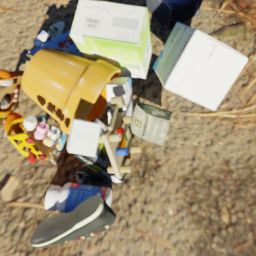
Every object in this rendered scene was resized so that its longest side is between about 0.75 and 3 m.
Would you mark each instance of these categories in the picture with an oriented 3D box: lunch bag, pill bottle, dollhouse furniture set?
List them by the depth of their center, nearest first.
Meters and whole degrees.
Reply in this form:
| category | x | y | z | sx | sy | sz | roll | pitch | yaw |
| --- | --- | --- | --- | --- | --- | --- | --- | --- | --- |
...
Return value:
| category | x | y | z | sx | sy | sz | roll | pitch | yaw |
| --- | --- | --- | --- | --- | --- | --- | --- | --- | --- |
| pill bottle | -1.488 | 2.236 | 8.504 | 1.875 | 1.052 | 1.052 | 7 | 64 | 2 |
| lunch bag | 0.677 | -0.149 | 8.838 | 1.225 | 1.005 | 0.720 | 19 | 35 | 8 |
| dollhouse furniture set | -1.909 | -2.524 | 9.717 | 0.954 | 0.756 | 0.677 | 16 | 55 | 7 |
| lunch bag | -2.077 | -1.960 | 10.590 | 2.153 | 1.345 | 2.860 | -35 | 78 | -18 |

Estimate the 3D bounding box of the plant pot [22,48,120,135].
| category | x | y | z | sx | sy | sz | roll | pitch | yaw |
| --- | --- | --- | --- | --- | --- | --- | --- | --- | --- |
| plant pot | -1.895 | -1.268 | 8.948 | 2.377 | 2.596 | 2.596 | 29 | 67 | 2 |

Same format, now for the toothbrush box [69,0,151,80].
| category | x | y | z | sx | sy | sz | roll | pitch | yaw |
| --- | --- | --- | --- | --- | --- | --- | --- | --- | --- |
| toothbrush box | -0.385 | -2.684 | 8.952 | 2.008 | 2.757 | 1.187 | 12 | 83 | 8 |

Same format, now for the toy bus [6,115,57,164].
| category | x | y | z | sx | sy | sz | roll | pitch | yaw |
| --- | --- | --- | --- | --- | --- | --- | --- | --- | --- |
| toy bus | -3.027 | 0.458 | 8.658 | 0.855 | 1.562 | 1.656 | -10 | 90 | 10 |

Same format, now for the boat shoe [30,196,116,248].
| category | x | y | z | sx | sy | sz | roll | pitch | yaw |
| --- | --- | --- | --- | --- | --- | --- | --- | --- | --- |
| boat shoe | -1.545 | 2.724 | 7.606 | 2.621 | 0.821 | 0.959 | -29 | 30 | 18 |

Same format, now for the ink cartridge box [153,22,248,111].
| category | x | y | z | sx | sy | sz | roll | pitch | yaw |
| --- | --- | --- | --- | --- | --- | --- | --- | --- | --- |
| ink cartridge box | 1.997 | -1.923 | 8.433 | 1.696 | 1.704 | 2.322 | 23 | 22 | -13 |

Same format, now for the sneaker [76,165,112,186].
| category | x | y | z | sx | sy | sz | roll | pitch | yaw |
| --- | --- | --- | --- | --- | --- | --- | --- | --- | --- |
| sneaker | -1.118 | 1.622 | 8.897 | 1.148 | 0.829 | 0.436 | 24 | 101 | 8 |

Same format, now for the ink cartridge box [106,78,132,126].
| category | x | y | z | sx | sy | sz | roll | pitch | yaw |
| --- | --- | --- | --- | --- | --- | --- | --- | --- | --- |
| ink cartridge box | -0.263 | -0.800 | 9.052 | 0.634 | 1.476 | 1.081 | 1 | 22 | 12 |

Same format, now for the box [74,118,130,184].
| category | x | y | z | sx | sy | sz | roll | pitch | yaw |
| --- | --- | --- | --- | --- | --- | --- | --- | --- | --- |
| box | -0.694 | 0.745 | 8.962 | 1.743 | 0.386 | 1.396 | 38 | 53 | -21 |

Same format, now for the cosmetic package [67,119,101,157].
| category | x | y | z | sx | sy | sz | roll | pitch | yaw |
| --- | --- | --- | --- | --- | --- | --- | --- | --- | --- |
| cosmetic package | -1.164 | 0.242 | 7.278 | 0.701 | 0.702 | 0.850 | 12 | 91 | -16 |

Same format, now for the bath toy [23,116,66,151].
| category | x | y | z | sx | sy | sz | roll | pitch | yaw |
| --- | --- | --- | --- | --- | --- | --- | --- | --- | --- |
| bath toy | -2.248 | 0.147 | 7.439 | 1.211 | 0.448 | 0.527 | 29 | 49 | 7 |

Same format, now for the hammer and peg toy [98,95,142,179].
| category | x | y | z | sx | sy | sz | roll | pitch | yaw |
| --- | --- | --- | --- | --- | --- | --- | --- | --- | --- |
| hammer and peg toy | -0.338 | 0.230 | 8.016 | 0.731 | 2.074 | 1.525 | -6 | 27 | 23 |

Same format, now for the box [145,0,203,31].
| category | x | y | z | sx | sy | sz | roll | pitch | yaw |
| --- | --- | --- | --- | --- | --- | --- | --- | --- | --- |
| box | 1.983 | -5.567 | 12.362 | 1.801 | 1.119 | 1.816 | -31 | 67 | -13 |

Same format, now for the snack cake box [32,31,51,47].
| category | x | y | z | sx | sy | sz | roll | pitch | yaw |
| --- | --- | --- | --- | --- | --- | --- | --- | --- | --- |
| snack cake box | -3.211 | -3.180 | 10.861 | 0.351 | 1.044 | 0.600 | 42 | 81 | 11 |

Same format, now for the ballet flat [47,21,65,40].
| category | x | y | z | sx | sy | sz | roll | pitch | yaw |
| --- | --- | --- | --- | --- | --- | --- | --- | --- | --- |
| ballet flat | -3.106 | -3.982 | 11.808 | 0.594 | 0.594 | 1.656 | 8 | 64 | 4 |

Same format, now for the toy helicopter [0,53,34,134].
| category | x | y | z | sx | sy | sz | roll | pitch | yaw |
| --- | --- | --- | --- | --- | --- | --- | --- | --- | --- |
| toy helicopter | -3.670 | -1.385 | 8.830 | 1.159 | 1.943 | 2.938 | 18 | 57 | 2 |
